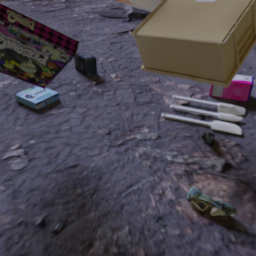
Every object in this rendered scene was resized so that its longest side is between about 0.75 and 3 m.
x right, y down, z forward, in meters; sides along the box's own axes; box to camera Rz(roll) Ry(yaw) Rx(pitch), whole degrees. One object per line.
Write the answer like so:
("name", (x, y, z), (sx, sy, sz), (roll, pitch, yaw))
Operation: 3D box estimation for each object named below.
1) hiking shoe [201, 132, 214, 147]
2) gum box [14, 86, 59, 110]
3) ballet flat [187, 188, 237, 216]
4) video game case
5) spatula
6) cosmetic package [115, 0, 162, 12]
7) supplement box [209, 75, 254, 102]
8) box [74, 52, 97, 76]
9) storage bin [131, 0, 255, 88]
("hiking shoe", (2.585, 0.377, 9.133), (0.394, 0.296, 0.783), (2, 24, 18))
("gum box", (-3.768, -1.289, 11.581), (1.381, 0.308, 1.174), (21, 39, 29))
("ballet flat", (1.978, 1.888, 6.777), (1.211, 0.450, 0.450), (21, 39, 32))
("video game case", (-3.187, -2.196, 7.587), (2.907, 2.635, 0.521), (20, 66, -29))
("spatula", (2.879, -0.575, 10.646), (2.879, 0.231, 2.002), (12, 41, 20))
("cosmetic package", (0.280, -5.017, 10.552), (1.133, 0.796, 2.233), (26, 22, 28))
("supplement box", (4.325, -1.749, 11.799), (1.626, 0.840, 0.823), (13, 37, 17))
("box", (-2.119, -3.194, 13.963), (0.613, 0.869, 1.175), (-24, 41, -33))
("storage bin", (2.145, -2.949, 8.443), (2.954, 1.384, 2.933), (20, 61, 37))
